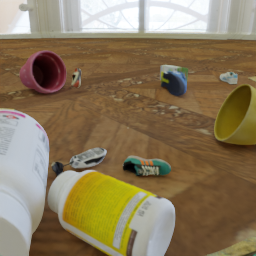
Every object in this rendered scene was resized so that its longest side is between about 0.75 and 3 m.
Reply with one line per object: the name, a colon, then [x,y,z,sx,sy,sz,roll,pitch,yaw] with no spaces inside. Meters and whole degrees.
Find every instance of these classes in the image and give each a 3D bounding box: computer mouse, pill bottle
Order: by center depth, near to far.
pill bottle: [-0.292,1.171,3.904,1.720,0.940,0.940,16,27,31]
pill bottle: [-1.958,0.821,4.061,1.475,1.475,2.602,-5,24,-11]
computer mouse: [-0.973,0.741,5.845,1.186,0.260,0.650,-19,24,-26]

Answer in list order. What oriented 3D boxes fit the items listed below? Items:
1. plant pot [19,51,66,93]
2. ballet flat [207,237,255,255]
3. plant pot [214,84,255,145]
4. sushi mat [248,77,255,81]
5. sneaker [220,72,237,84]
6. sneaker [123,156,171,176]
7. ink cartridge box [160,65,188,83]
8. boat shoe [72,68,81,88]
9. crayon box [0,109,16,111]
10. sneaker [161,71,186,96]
plant pot: [-3.548,-2.173,11.253,1.441,1.610,1.610,0,17,43]
ballet flat: [1.201,1.683,3.403,1.466,0.518,0.518,-9,25,-20]
plant pot: [2.963,-0.173,6.804,1.050,1.479,1.479,24,22,-7]
sushi mat: [6.163,-2.198,12.992,0.591,0.075,1.236,-3,23,-8]
sneaker: [4.644,-2.357,12.874,0.441,0.466,1.153,-7,23,-13]
sneaker: [0.350,0.818,5.575,0.969,0.346,0.387,6,29,25]
ink cartridge box: [2.095,-2.477,12.885,0.386,0.675,1.300,-21,31,-40]
boat shoe: [-2.081,-2.031,11.154,0.308,0.350,0.984,17,50,-30]
crayon box: [-4.095,0.268,6.048,2.922,0.851,1.735,-1,25,-4]
sneaker: [1.997,-1.890,11.356,0.908,0.816,2.207,-2,24,-10]
